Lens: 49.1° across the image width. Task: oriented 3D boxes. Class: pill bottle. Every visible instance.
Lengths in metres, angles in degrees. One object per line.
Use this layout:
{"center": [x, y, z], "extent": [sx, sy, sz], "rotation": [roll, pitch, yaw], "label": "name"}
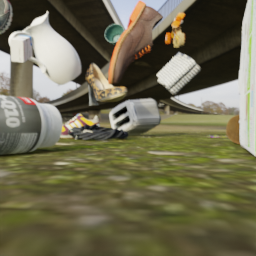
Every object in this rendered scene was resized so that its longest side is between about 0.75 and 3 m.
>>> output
{"center": [-2.082, -0.049, 4.826], "extent": [1.003, 1.003, 1.762], "rotation": [0, 1, 35], "label": "pill bottle"}

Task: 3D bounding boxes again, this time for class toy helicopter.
{"center": [1.374, -2.591, 7.605], "extent": [0.523, 0.877, 1.326], "rotation": [2, 32, -1], "label": "toy helicopter"}

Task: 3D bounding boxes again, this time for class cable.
{"center": [-0.965, 0.153, 10.820], "extent": [1.956, 0.609, 2.397], "rotation": [0, 0, 33], "label": "cable"}

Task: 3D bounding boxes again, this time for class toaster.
{"center": [0.346, -0.543, 14.880], "extent": [1.887, 1.660, 2.922], "rotation": [-6, -13, -39], "label": "toaster"}

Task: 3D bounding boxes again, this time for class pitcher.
{"center": [-3.003, -2.689, 10.345], "extent": [1.482, 2.445, 2.097], "rotation": [-6, 35, 43], "label": "pitcher"}

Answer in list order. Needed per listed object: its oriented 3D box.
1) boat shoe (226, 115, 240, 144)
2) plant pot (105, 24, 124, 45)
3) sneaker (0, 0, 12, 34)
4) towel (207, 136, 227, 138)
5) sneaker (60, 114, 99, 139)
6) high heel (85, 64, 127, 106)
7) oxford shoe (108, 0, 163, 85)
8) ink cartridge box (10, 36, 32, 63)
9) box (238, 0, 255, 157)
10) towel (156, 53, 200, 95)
{"center": [3.500, 0.118, 7.259], "extent": [0.819, 0.821, 2.276], "rotation": [13, -4, -19], "label": "boat shoe"}
{"center": [-0.513, -3.951, 12.133], "extent": [0.869, 0.869, 0.582], "rotation": [0, -13, 15], "label": "plant pot"}
{"center": [-3.134, -2.217, 6.076], "extent": [0.659, 1.635, 0.611], "rotation": [33, -13, -8], "label": "sneaker"}
{"center": [4.194, 0.406, 13.139], "extent": [0.588, 0.093, 0.819], "rotation": [-1, 1, -24], "label": "towel"}
{"center": [-2.382, -0.073, 12.036], "extent": [2.315, 1.043, 0.867], "rotation": [0, 0, -24], "label": "sneaker"}
{"center": [-0.885, -1.842, 10.744], "extent": [0.869, 1.736, 2.435], "rotation": [-1, -3, -39], "label": "high heel"}
{"center": [0.198, -2.397, 8.245], "extent": [0.972, 2.680, 0.954], "rotation": [25, -4, -3], "label": "oxford shoe"}
{"center": [-3.057, -2.277, 8.050], "extent": [0.356, 0.611, 0.845], "rotation": [5, 25, -4], "label": "ink cartridge box"}
{"center": [2.777, -1.011, 4.955], "extent": [1.422, 2.941, 2.595], "rotation": [1, -1, 18], "label": "box"}
{"center": [1.491, -1.629, 8.507], "extent": [0.576, 1.114, 1.345], "rotation": [42, 10, -20], "label": "towel"}
